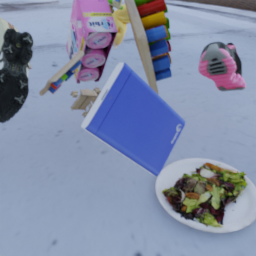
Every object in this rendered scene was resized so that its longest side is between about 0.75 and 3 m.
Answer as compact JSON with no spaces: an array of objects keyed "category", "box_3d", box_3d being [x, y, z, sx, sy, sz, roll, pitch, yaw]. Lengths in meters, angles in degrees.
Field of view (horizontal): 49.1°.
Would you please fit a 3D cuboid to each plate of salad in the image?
[{"category":"plate of salad","box_3d":[1.997,1.485,7.090,2.596,0.624,2.596,0,33,0]}]

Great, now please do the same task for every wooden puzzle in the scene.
[{"category":"wooden puzzle","box_3d":[-1.795,-1.416,7.711,1.291,0.323,1.394,-52,17,-26]}]

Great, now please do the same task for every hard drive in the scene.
[{"category":"hard drive","box_3d":[0.238,-0.076,5.731,0.276,2.175,1.435,16,73,51]}]

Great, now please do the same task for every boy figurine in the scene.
[{"category":"boy figurine","box_3d":[-0.759,-4.113,11.394,1.684,2.708,0.872,52,20,5]}]

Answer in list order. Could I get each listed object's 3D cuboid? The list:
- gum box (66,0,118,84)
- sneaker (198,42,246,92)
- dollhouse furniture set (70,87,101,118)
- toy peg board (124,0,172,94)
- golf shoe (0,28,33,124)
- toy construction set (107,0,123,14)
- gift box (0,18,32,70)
[{"category":"gum box","box_3d":[-1.261,-2.707,8.844,0.892,2.697,1.530,-10,70,-22]},{"category":"sneaker","box_3d":[2.947,-2.103,8.638,1.112,1.342,2.814,4,-10,31]},{"category":"dollhouse furniture set","box_3d":[-1.098,-0.663,6.548,1.029,0.878,0.502,0,55,-44]},{"category":"toy peg board","box_3d":[0.801,-2.676,8.196,1.172,2.397,2.387,-17,58,5]},{"category":"golf shoe","box_3d":[-2.807,-1.156,6.680,0.885,2.276,1.075,19,-15,-27]},{"category":"toy construction set","box_3d":[-0.537,-4.188,8.940,0.692,0.986,1.503,16,20,-29]},{"category":"gift box","box_3d":[-3.843,-2.071,8.103,1.600,1.494,1.477,-18,6,5]}]
